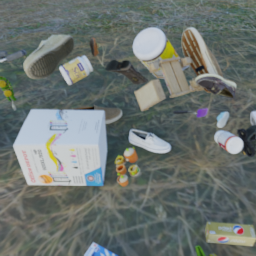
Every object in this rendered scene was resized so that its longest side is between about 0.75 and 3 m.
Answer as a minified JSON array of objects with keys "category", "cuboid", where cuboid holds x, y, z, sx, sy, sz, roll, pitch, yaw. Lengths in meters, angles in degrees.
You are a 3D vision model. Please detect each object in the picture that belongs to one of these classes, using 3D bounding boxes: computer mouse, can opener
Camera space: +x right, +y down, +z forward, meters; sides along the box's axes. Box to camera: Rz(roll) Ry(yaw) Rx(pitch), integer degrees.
[{"category":"computer mouse","cuboid":[3.925,0.261,7.878,1.555,0.853,0.341,-15,-1,0]},{"category":"can opener","cuboid":[-4.724,-2.910,11.153,1.406,0.470,0.375,-11,27,24]}]

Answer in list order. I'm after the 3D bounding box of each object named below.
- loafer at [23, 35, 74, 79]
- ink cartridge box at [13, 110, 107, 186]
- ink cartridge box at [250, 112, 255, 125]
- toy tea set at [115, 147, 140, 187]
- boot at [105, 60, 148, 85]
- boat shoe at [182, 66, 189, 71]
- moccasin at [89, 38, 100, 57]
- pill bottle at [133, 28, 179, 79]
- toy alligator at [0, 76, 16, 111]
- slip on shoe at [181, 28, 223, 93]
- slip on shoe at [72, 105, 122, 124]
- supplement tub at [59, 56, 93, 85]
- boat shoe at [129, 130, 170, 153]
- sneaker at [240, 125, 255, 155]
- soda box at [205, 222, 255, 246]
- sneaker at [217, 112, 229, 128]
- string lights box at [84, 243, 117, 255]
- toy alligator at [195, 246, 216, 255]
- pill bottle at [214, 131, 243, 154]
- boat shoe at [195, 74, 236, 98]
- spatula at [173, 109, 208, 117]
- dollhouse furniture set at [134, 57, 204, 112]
[{"category":"loafer","cuboid":[-2.773,-2.470,9.576,0.797,0.883,2.333,20,47,20]},{"category":"ink cartridge box","cuboid":[-2.248,0.709,10.092,2.761,2.032,1.997,0,38,2]},{"category":"ink cartridge box","cuboid":[7.012,0.044,11.648,2.991,0.853,2.431,-12,37,9]},{"category":"toy tea set","cuboid":[-0.062,0.859,6.503,0.610,0.380,1.026,-24,33,10]},{"category":"boot","cuboid":[-0.080,-2.311,12.113,1.610,1.401,0.557,12,73,42]},{"category":"boat shoe","cuboid":[3.256,-3.788,17.169,0.427,0.481,1.307,26,35,35]},{"category":"moccasin","cuboid":[-1.241,-3.058,10.536,0.319,0.826,0.302,-34,59,-17]},{"category":"pill bottle","cuboid":[1.395,-3.167,12.548,1.462,2.676,1.462,-8,72,26]},{"category":"toy alligator","cuboid":[-4.459,-1.370,10.470,0.381,1.587,0.526,-28,41,-14]},{"category":"slip on shoe","cuboid":[3.194,-2.889,11.760,0.860,2.838,1.079,-33,8,-27]},{"category":"slip on shoe","cuboid":[-1.454,-0.687,12.937,2.385,0.723,0.907,-6,39,-8]},{"category":"supplement tub","cuboid":[-2.234,-2.493,12.069,1.213,0.882,0.882,-32,45,-10]},{"category":"boat shoe","cuboid":[0.862,0.520,11.505,1.820,0.595,0.670,13,40,16]},{"category":"sneaker","cuboid":[3.774,0.412,8.619,0.376,0.564,0.985,9,64,57]},{"category":"soda box","cuboid":[3.010,3.139,8.284,1.349,0.457,0.432,4,38,5]},{"category":"sneaker","cuboid":[4.257,-0.341,12.884,0.425,0.383,1.037,-6,30,48]},{"category":"string lights box","cuboid":[-0.665,3.682,7.706,1.057,0.312,0.543,19,42,22]},{"category":"toy alligator","cuboid":[2.204,4.084,7.071,0.720,0.522,2.172,-9,44,-13]},{"category":"pill bottle","cuboid":[2.544,0.342,7.159,0.430,0.430,0.784,-6,15,-8]},{"category":"boat shoe","cuboid":[3.173,-1.459,9.980,1.722,0.619,0.558,12,64,-26]},{"category":"spatula","cuboid":[1.867,-0.458,8.420,1.043,0.295,0.107,1,40,1]},{"category":"dollhouse furniture set","cuboid":[1.681,-1.838,11.173,2.837,1.256,1.471,-18,85,-33]}]
